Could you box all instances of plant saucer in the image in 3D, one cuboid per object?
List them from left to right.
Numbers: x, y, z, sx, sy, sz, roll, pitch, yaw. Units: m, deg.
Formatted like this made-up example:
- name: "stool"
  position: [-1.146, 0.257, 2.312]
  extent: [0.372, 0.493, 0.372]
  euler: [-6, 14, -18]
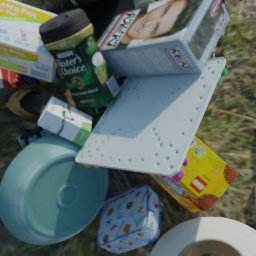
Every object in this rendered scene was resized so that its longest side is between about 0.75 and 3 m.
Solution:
- name: "plant saucer"
  position: [-1.336, 1.351, 5.855]
  extent: [0.446, 2.481, 2.481]
  euler: [15, 66, 50]

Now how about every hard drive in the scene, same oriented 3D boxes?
- name: "hard drive"
  position: [-0.081, -3.577, 8.435]
  extent: [2.405, 0.509, 1.622]
  euler: [-32, 75, -10]

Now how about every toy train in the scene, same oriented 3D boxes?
- name: "toy train"
  position: [-1.900, -2.308, 7.642]
  extent: [1.357, 0.993, 2.345]
  euler: [5, 70, 16]

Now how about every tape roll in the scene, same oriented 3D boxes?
- name: "tape roll"
  position: [1.628, 2.908, 5.467]
  extent: [2.655, 2.655, 0.485]
  euler: [-22, 118, -7]

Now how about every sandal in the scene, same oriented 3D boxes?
- name: "sandal"
  position: [-2.532, -0.565, 7.110]
  extent: [2.227, 0.608, 0.910]
  euler: [3, 89, -19]

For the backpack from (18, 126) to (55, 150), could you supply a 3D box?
- name: "backpack"
  position: [-1.542, 0.747, 6.410]
  extent: [1.234, 1.415, 1.610]
  euler: [-18, 80, 9]

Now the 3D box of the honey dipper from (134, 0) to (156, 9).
- name: "honey dipper"
  position: [0.215, -4.203, 6.977]
  extent: [0.541, 0.541, 2.848]
  euler: [-8, 77, -3]

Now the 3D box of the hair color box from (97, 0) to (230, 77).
- name: "hair color box"
  position: [0.489, -1.871, 5.888]
  extent: [2.777, 0.842, 1.375]
  euler: [10, 64, 49]

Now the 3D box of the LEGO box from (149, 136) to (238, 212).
- name: "LEGO box"
  position: [0.945, 0.676, 6.367]
  extent: [2.462, 1.834, 0.950]
  euler: [43, 77, 13]

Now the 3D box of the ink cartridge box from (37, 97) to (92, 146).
- name: "ink cartridge box"
  position: [-1.269, -0.146, 5.743]
  extent: [0.967, 0.706, 0.408]
  euler: [28, 113, -20]

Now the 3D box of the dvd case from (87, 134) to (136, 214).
- name: "dvd case"
  position: [-0.782, 1.089, 7.124]
  extent: [1.455, 0.156, 1.957]
  euler: [-22, 74, -7]

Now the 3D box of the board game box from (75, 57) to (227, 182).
- name: "board game box"
  position: [0.393, -0.208, 5.279]
  extent: [2.450, 0.317, 2.449]
  euler: [-1, 50, 45]

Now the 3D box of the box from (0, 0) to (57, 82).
- name: "box"
  position: [-2.655, -2.059, 6.364]
  extent: [2.175, 1.223, 1.102]
  euler: [14, 69, -13]

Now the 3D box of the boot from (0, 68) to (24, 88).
- name: "boot"
  position: [-2.948, -1.410, 7.708]
  extent: [1.254, 0.630, 1.739]
  euler: [-18, 70, -7]

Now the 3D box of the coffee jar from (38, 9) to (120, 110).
- name: "coffee jar"
  position: [-0.997, -1.386, 5.863]
  extent: [1.025, 1.966, 0.839]
  euler: [-4, 35, 33]

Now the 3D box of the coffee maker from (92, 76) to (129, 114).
- name: "coffee maker"
  position: [-0.358, -1.136, 7.501]
  extent: [1.534, 1.033, 1.474]
  euler: [-12, 32, -5]

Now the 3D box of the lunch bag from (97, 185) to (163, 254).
- name: "lunch bag"
  position: [0.051, 1.959, 6.112]
  extent: [1.563, 0.591, 1.253]
  euler: [-31, 30, 28]

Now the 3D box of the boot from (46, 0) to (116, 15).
- name: "boot"
  position: [-1.302, -3.463, 7.883]
  extent: [0.790, 1.749, 2.134]
  euler: [58, 41, -14]

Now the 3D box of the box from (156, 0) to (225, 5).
- name: "box"
  position: [1.545, -3.397, 7.038]
  extent: [1.715, 2.095, 0.902]
  euler: [9, 53, 6]

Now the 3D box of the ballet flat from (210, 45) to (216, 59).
- name: "ballet flat"
  position: [1.926, -1.405, 7.595]
  extent: [0.798, 0.863, 2.559]
  euler: [18, 73, -5]
